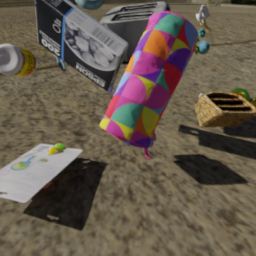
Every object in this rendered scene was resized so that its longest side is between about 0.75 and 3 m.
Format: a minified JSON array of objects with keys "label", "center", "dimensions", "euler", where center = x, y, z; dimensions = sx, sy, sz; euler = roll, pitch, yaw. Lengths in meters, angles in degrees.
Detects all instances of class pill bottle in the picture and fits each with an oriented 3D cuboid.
[{"label":"pill bottle","center":[-2.796,-1.676,7.117],"dimensions":[0.722,0.722,1.321],"euler":[1,9,2]}]

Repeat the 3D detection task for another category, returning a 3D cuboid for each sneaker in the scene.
[{"label":"sneaker","center":[-2.788,-2.945,11.875],"dimensions":[0.412,1.099,0.476],"euler":[-12,12,47]}]

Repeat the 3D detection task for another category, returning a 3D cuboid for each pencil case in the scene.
[{"label":"pencil case","center":[0.378,-0.745,4.837],"dimensions":[1.043,2.360,1.043],"euler":[23,-3,1]}]

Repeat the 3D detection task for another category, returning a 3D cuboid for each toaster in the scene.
[{"label":"toaster","center":[0.301,-3.085,9.219],"dimensions":[2.465,1.462,2.229],"euler":[0,35,14]}]

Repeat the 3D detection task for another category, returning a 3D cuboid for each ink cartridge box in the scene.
[{"label":"ink cartridge box","center":[-1.435,-2.223,8.112],"dimensions":[2.676,2.701,0.586],"euler":[36,67,2]}]

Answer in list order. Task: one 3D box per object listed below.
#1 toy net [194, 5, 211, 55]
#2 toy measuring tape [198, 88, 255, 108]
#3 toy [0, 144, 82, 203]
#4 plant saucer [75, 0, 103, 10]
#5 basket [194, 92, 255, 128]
[{"label":"toy net","center":[2.754,-3.741,10.768],"dimensions":[0.944,1.800,0.348],"euler":[-11,12,-25]},{"label":"toy measuring tape","center":[4.067,-1.307,11.476],"dimensions":[2.407,0.885,0.885],"euler":[22,36,33]},{"label":"toy","center":[-2.402,1.215,7.294],"dimensions":[1.458,0.598,2.531],"euler":[7,27,19]},{"label":"plant saucer","center":[-1.231,-4.158,8.880],"dimensions":[0.936,0.180,0.936],"euler":[6,66,-14]},{"label":"basket","center":[2.426,-0.556,7.008],"dimensions":[1.237,0.922,0.883],"euler":[-1,69,-21]}]
